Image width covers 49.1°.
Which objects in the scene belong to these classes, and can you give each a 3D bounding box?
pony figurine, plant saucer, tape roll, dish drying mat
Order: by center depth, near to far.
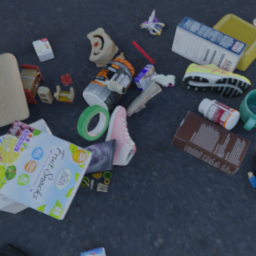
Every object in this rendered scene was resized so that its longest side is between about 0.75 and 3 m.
[{"bbox_3d":[-0.976,-0.147,7.970,0.247,1.026,1.026,29,66,32],"label":"tape roll"},{"bbox_3d":[0.674,-3.340,12.472,1.318,0.506,0.120,44,101,-7],"label":"dish drying mat"},{"bbox_3d":[5.089,-4.261,13.256,2.572,0.623,2.573,38,69,17],"label":"plant saucer"},{"bbox_3d":[1.203,-5.055,13.641,1.042,0.868,1.006,26,75,-4],"label":"pony figurine"}]

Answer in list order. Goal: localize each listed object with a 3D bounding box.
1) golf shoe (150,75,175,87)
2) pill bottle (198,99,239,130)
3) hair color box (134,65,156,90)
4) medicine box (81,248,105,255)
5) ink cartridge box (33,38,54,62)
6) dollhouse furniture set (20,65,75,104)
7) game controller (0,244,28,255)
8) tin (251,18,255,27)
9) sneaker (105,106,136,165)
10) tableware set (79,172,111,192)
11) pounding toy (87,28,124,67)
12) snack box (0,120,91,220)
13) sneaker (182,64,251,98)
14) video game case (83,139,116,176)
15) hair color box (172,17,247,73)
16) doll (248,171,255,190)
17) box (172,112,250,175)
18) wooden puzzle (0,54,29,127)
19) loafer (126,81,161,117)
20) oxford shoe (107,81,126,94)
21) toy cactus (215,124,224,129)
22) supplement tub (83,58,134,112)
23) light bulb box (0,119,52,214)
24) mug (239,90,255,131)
[{"bbox_3d":[1.508,-2.035,12.168,1.114,0.420,0.510,0,79,-9],"label":"golf shoe"},{"bbox_3d":[3.521,-0.576,10.977,0.802,0.802,1.419,-40,53,-18],"label":"pill bottle"},{"bbox_3d":[0.758,-2.204,12.206,0.337,0.569,1.040,19,61,39],"label":"hair color box"},{"bbox_3d":[-1.080,4.374,9.005,0.743,0.420,0.816,-12,64,-6],"label":"medicine box"},{"bbox_3d":[-3.946,-3.637,13.059,0.686,0.394,0.946,-22,65,-11],"label":"ink cartridge box"},{"bbox_3d":[-3.378,-1.704,11.739,2.487,1.011,1.338,8,64,4],"label":"dollhouse furniture set"},{"bbox_3d":[-3.617,4.450,9.083,1.545,0.325,0.806,24,80,12],"label":"game controller"},{"bbox_3d":[6.775,-4.913,13.779,1.492,0.312,0.835,35,64,16],"label":"tin"},{"bbox_3d":[-0.166,0.344,10.686,1.224,0.882,2.342,10,72,18],"label":"sneaker"},{"bbox_3d":[-1.263,1.812,10.205,1.267,0.194,0.853,16,52,-9],"label":"tableware set"},{"bbox_3d":[-1.056,-3.409,12.868,1.249,1.254,2.185,-38,56,12],"label":"pounding toy"},{"bbox_3d":[-2.740,1.277,8.594,2.590,0.876,2.184,23,71,0],"label":"snack box"},{"bbox_3d":[3.810,-2.190,11.980,2.849,1.113,1.286,12,52,1],"label":"sneaker"},{"bbox_3d":[-1.144,1.107,10.179,1.648,0.156,1.177,-18,51,37],"label":"video game case"},{"bbox_3d":[3.494,-3.549,12.409,2.921,1.461,0.884,32,64,15],"label":"hair color box"},{"bbox_3d":[5.084,1.803,10.267,1.367,0.485,2.003,18,64,9],"label":"doll"},{"bbox_3d":[3.085,0.586,10.645,2.538,0.951,1.271,30,67,12],"label":"box"},{"bbox_3d":[-5.562,-1.250,11.198,2.938,0.680,2.722,-16,85,5],"label":"wooden puzzle"},{"bbox_3d":[0.613,-1.059,11.219,0.547,0.626,1.740,38,102,-15],"label":"loafer"},{"bbox_3d":[-0.419,-1.546,10.714,0.295,1.021,0.384,9,83,37],"label":"oxford shoe"},{"bbox_3d":[3.691,-0.272,11.436,0.668,0.414,0.810,23,67,32],"label":"toy cactus"},{"bbox_3d":[-0.749,-1.790,11.603,1.329,1.329,2.169,29,67,14],"label":"supplement tub"},{"bbox_3d":[-3.512,1.353,9.860,2.350,1.479,2.371,-25,71,-12],"label":"light bulb box"},{"bbox_3d":[5.058,-0.654,11.197,1.667,1.031,1.370,-19,66,-9],"label":"mug"}]
